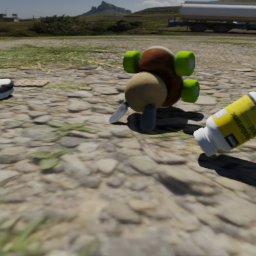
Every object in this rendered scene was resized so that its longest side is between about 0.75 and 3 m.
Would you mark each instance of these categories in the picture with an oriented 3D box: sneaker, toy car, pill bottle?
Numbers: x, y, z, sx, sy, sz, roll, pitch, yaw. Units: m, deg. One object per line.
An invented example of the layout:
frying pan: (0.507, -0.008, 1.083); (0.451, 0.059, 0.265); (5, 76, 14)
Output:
sneaker: (-5.150, -1.414, 9.312); (1.028, 1.115, 2.788); (16, 25, 38)
toy car: (0.597, -0.879, 7.913); (2.037, 1.957, 2.480); (9, 52, 31)
pill bottle: (2.038, -0.022, 5.483); (1.394, 0.776, 0.776); (-34, 13, 19)

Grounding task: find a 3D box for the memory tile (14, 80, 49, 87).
memory tile: (-4.094, -1.900, 11.864); (1.313, 0.110, 1.006); (1, 21, 4)
